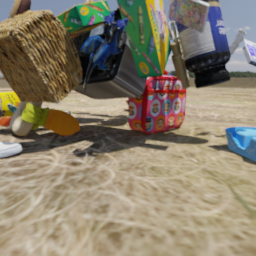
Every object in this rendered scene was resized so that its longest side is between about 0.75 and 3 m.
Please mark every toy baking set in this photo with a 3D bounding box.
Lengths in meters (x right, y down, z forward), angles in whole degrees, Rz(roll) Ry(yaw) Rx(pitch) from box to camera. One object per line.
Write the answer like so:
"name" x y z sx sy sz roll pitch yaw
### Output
"toy baking set" 1.539 -2.440 8.863 0.288 2.477 1.901 -13 40 18

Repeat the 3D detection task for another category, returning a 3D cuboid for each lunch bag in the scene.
"lunch bag" 1.107 -1.051 10.154 1.059 2.278 2.586 12 14 41

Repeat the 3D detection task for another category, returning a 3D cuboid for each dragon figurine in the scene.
"dragon figurine" 1.786 -3.978 11.321 1.919 0.954 0.565 -9 -31 -47
"dragon figurine" -0.693 -1.761 6.487 0.566 1.923 0.956 44 8 15

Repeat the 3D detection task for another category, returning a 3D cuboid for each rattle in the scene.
"rattle" -3.281 -0.311 10.133 1.956 1.783 2.738 5 -21 -39

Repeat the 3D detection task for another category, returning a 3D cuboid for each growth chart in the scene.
"growth chart" 3.320 -2.570 8.842 0.101 1.136 0.822 39 18 25

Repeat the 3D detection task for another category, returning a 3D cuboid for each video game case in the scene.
"video game case" 1.459 -2.865 6.918 1.057 0.757 0.095 34 64 22

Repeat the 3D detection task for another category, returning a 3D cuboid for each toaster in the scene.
"toaster" -0.571 -2.365 9.119 2.765 2.500 1.641 0 -16 40

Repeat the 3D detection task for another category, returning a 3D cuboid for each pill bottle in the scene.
"pill bottle" -5.657 -1.044 13.085 1.242 1.242 2.273 5 12 24
"pill bottle" 2.204 -2.389 8.122 1.306 2.336 1.306 -14 3 1

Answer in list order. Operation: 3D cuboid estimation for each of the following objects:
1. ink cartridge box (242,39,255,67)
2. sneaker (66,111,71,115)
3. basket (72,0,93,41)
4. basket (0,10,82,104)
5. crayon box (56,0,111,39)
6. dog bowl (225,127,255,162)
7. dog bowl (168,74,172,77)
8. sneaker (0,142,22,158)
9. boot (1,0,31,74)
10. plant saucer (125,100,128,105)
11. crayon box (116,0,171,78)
"ink cartridge box" 3.275 -1.851 7.157 0.758 0.765 0.166 12 -33 -24
"sneaker" -2.773 -0.319 11.081 0.735 0.625 1.611 -1 9 14
"basket" -1.644 -3.109 11.119 1.981 2.776 2.068 43 -6 7
"basket" -2.417 -1.888 7.440 1.612 2.164 1.545 6 46 34
"crayon box" -1.533 -2.942 7.929 1.945 0.567 1.155 -3 23 45
"dog bowl" 3.366 0.427 7.117 1.239 0.551 2.222 -2 10 -12
"dog bowl" 1.892 -2.347 14.552 0.579 1.038 0.257 36 -13 17
"sneaker" -3.609 0.411 6.903 1.830 0.648 0.668 -2 11 -12
"boot" -2.819 -2.756 9.531 2.485 2.988 1.081 11 30 -20
"plant saucer" 1.220 -1.347 16.286 2.767 0.518 2.767 3 5 0
"crayon box" 0.483 -2.714 7.302 0.704 2.416 1.435 -1 43 23
